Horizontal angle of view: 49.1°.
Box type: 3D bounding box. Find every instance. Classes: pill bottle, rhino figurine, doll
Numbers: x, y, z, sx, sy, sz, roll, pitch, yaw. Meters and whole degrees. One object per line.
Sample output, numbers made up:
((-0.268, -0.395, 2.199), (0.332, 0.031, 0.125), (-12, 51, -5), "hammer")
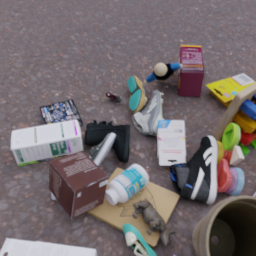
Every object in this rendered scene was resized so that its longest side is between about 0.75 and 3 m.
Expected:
((-0.078, 1.903, 9.238), (1.471, 0.815, 0.815), (-34, 53, -30), "pill bottle")
((0.816, 2.862, 8.393), (1.690, 0.505, 0.739), (47, 27, 17), "rhino figurine")
((1.620, -2.578, 13.223), (1.938, 0.688, 2.840), (-23, 2, 13), "doll")

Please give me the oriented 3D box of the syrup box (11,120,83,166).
((-3.082, 0.567, 10.851), (2.529, 0.996, 1.030), (-10, 45, -11), "syrup box")

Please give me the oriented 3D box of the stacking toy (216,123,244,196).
((3.720, 1.084, 9.686), (0.955, 2.047, 2.262), (13, 43, -3), "stacking toy")

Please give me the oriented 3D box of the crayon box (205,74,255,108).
((5.089, -1.766, 13.556), (2.388, 0.606, 1.516), (-17, 47, -18), "crayon box")

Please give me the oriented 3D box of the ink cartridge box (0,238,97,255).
((-2.270, 3.956, 7.599), (2.654, 0.668, 1.446), (5, 45, 7), "ink cartridge box")

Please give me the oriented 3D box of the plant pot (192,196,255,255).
((2.698, 3.032, 7.320), (2.307, 2.002, 2.307), (3, 71, -9), "plant pot")

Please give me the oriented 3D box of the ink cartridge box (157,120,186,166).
((1.647, 0.635, 10.802), (1.026, 0.605, 1.783), (1, 71, 2), "ink cartridge box")

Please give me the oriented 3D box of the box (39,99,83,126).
((-3.004, -0.524, 12.430), (1.591, 0.398, 1.603), (-17, 47, -16), "box")

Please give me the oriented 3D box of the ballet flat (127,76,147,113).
((0.514, -1.531, 13.104), (0.820, 0.892, 2.600), (28, 35, -29), "ballet flat")

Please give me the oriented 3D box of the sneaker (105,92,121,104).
((-0.757, -1.441, 13.150), (0.555, 0.364, 0.962), (24, 2, -40), "sneaker")

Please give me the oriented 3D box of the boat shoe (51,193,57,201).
((-2.392, 1.974, 9.792), (0.525, 0.533, 1.504), (30, 16, -34), "boat shoe")

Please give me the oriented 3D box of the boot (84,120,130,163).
((-0.830, 0.515, 11.055), (1.809, 0.817, 2.207), (2, 37, -1), "boot")

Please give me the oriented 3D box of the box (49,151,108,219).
((-1.595, 1.720, 8.745), (1.228, 1.216, 1.480), (-17, 43, -38), "box")

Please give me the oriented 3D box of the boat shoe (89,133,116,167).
((-1.171, 0.987, 10.218), (0.581, 0.705, 2.054), (30, 73, 6), "boat shoe")

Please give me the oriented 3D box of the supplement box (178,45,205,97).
((3.123, -2.908, 14.141), (1.112, 1.432, 2.595), (4, 44, 6), "supplement box")

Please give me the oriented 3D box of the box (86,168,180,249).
((0.192, 2.536, 9.356), (2.490, 0.265, 2.035), (21, 48, 21), "box")

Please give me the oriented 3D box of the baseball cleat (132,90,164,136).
((0.892, -0.760, 12.297), (1.409, 0.923, 2.648), (1, 43, 0), "baseball cleat")

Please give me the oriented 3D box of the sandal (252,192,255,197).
((4.664, 2.358, 9.197), (2.913, 0.716, 1.185), (-31, 52, -27), "sandal")

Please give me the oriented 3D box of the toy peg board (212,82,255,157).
((4.943, -0.406, 10.677), (2.844, 2.832, 1.391), (-29, 61, -26), "toy peg board")

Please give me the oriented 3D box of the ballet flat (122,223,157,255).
((0.261, 3.376, 8.106), (1.395, 0.470, 0.491), (45, 24, 20), "ballet flat")

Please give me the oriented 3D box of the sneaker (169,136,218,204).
((2.306, 1.246, 10.048), (1.579, 1.031, 2.822), (11, 46, 3), "sneaker")
